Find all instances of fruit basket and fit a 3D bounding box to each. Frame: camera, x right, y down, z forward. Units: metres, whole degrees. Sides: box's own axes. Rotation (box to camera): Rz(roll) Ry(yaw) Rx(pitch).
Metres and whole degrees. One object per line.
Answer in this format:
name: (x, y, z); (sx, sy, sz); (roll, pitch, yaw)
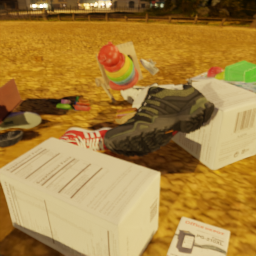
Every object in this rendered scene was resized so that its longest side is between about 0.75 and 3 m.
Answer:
fruit basket: (4.903, -2.527, 14.203); (2.729, 1.381, 2.946); (-24, 20, -38)

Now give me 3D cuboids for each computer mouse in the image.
computer mouse: (-4.060, 0.426, 9.173); (1.313, 0.346, 0.909); (-14, 28, -3)

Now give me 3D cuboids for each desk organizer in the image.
desk organizer: (-4.717, -0.886, 9.873); (0.913, 0.980, 2.545); (-8, 26, 5)

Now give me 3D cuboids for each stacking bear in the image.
stacking bear: (-0.412, -2.127, 9.512); (1.066, 1.139, 1.875); (20, -10, 27)

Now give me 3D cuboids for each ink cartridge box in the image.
ink cartridge box: (1.241, 2.369, 5.086); (0.961, 0.560, 1.327); (12, 30, 22)

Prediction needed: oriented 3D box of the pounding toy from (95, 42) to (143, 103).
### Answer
pounding toy: (-0.476, -2.270, 12.087); (1.136, 2.182, 2.484); (-24, 13, -27)

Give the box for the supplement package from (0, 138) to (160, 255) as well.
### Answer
supplement package: (-0.952, 1.479, 5.669); (2.797, 1.591, 1.532); (15, 32, 26)

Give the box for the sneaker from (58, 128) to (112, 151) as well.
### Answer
sneaker: (-1.198, 0.500, 8.502); (2.113, 0.753, 1.189); (2, 22, 20)

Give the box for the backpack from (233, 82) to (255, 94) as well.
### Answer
backpack: (4.662, -0.918, 10.536); (2.380, 1.830, 1.941); (9, 19, -17)

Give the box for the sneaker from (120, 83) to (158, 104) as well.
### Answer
sneaker: (0.771, -1.556, 12.466); (2.018, 0.805, 1.313); (13, 28, 26)

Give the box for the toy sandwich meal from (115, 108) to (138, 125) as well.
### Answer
toy sandwich meal: (0.350, -0.380, 9.188); (1.512, 1.512, 0.518); (-4, 70, -7)

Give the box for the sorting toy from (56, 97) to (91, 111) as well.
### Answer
sorting toy: (-1.800, -0.844, 9.443); (1.171, 0.481, 0.703); (6, 0, 6)

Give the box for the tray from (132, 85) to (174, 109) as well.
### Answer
tray: (0.802, -1.150, 10.598); (0.251, 1.216, 2.264); (34, -7, -21)

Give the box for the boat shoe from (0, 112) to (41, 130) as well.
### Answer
boat shoe: (-4.121, -0.350, 10.283); (1.821, 0.635, 0.649); (-7, 32, -6)

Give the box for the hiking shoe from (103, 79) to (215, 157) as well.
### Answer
hiking shoe: (0.602, -0.277, 6.712); (2.697, 1.021, 1.358); (-20, 53, -10)

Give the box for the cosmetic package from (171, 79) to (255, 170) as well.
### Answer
cosmetic package: (2.659, -0.250, 8.710); (1.895, 1.883, 2.264); (-14, 31, -25)

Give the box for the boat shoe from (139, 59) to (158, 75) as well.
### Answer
boat shoe: (0.926, -2.594, 11.544); (1.086, 0.463, 0.401); (31, 31, -45)
